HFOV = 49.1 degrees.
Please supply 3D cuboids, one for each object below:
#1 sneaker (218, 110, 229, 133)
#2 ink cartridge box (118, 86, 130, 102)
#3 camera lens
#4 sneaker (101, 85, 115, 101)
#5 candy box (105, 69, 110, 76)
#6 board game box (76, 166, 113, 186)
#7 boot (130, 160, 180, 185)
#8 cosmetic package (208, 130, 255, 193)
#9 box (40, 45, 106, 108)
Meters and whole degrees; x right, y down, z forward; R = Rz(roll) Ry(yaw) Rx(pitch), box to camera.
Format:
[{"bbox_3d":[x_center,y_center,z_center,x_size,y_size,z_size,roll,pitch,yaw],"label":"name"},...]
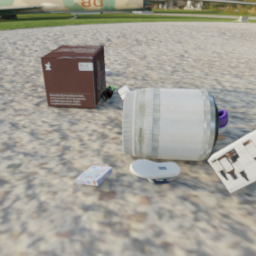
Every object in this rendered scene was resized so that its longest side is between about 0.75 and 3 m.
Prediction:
[{"bbox_3d":[2.615,-0.477,10.797,2.440,1.018,0.984,1,36,6],"label":"sneaker"},{"bbox_3d":[0.080,-1.195,11.783,0.463,0.807,1.111,-36,35,8],"label":"ink cartridge box"},{"bbox_3d":[1.334,-0.129,9.166,2.879,2.303,2.303,2,27,4],"label":"camera lens"},{"bbox_3d":[-1.017,-1.616,13.590,0.448,1.168,0.489,19,58,-15],"label":"sneaker"},{"bbox_3d":[-1.658,-3.629,18.172,0.708,0.302,0.844,-16,31,-29],"label":"candy box"},{"bbox_3d":[-0.974,1.382,8.158,0.787,0.162,0.785,-1,22,35],"label":"board game box"},{"bbox_3d":[0.664,1.313,7.817,1.553,0.701,0.565,8,47,-25],"label":"boot"},{"bbox_3d":[3.502,0.593,7.219,1.090,2.640,0.668,55,30,7],"label":"cosmetic package"},{"bbox_3d":[-2.536,-2.638,13.919,2.429,2.405,2.928,3,27,6],"label":"box"}]
